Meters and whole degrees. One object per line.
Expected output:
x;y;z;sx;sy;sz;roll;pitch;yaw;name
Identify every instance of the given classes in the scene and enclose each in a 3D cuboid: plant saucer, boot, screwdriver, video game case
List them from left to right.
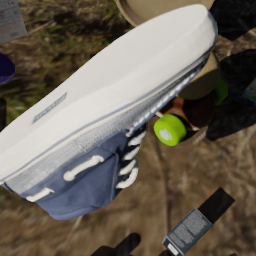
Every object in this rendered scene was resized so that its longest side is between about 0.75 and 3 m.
-2.841;-2.326;5.887;0.267;1.066;1.176;27;48;34;video game case
-0.188;0.044;2.986;2.817;1.273;1.025;-29;31;25;boot
0.515;-2.051;3.959;1.474;1.474;0.217;8;40;5;plant saucer
3.458;-0.588;7.390;1.467;0.205;0.213;23;30;18;screwdriver

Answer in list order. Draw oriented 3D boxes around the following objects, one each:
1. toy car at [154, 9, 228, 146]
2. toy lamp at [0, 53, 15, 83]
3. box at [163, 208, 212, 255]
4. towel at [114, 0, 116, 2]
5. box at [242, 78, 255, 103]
1.244;-1.304;6.409;2.082;2.639;2.168;39;64;23;toy car
-1.799;-0.102;3.069;0.490;1.682;0.490;29;32;-20;toy lamp
1.118;2.034;5.360;0.816;0.606;0.437;-35;63;-22;box
-0.323;-3.177;5.668;2.645;2.527;0.426;42;96;21;towel
3.660;-1.030;7.671;0.674;0.278;1.148;37;61;22;box
